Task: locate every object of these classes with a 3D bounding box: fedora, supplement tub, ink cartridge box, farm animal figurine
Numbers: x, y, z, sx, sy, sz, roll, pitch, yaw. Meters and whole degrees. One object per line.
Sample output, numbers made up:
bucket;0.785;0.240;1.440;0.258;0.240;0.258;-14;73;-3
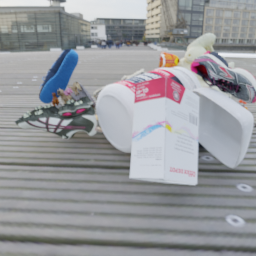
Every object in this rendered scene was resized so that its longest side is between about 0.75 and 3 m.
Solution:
fedora;-1.543;-0.967;9.259;0.494;0.968;1.095;-36;65;-12
supplement tub;0.705;-0.669;8.696;2.952;2.071;2.071;-25;31;-34
ink cartridge box;0.854;0.147;6.182;0.903;2.108;1.556;-4;-15;38
farm animal figurine;-1.973;-1.036;8.915;1.031;1.019;0.537;-29;68;-10

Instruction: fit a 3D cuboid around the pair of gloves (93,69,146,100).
pair of gloves;-0.307;-1.582;10.027;2.045;0.359;1.739;-26;7;13

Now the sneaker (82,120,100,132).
sneaker;-1.997;-0.255;10.036;1.892;0.701;0.837;-1;-24;24

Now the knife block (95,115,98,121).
knife block;-1.084;-0.309;11.210;1.296;0.415;1.138;2;19;8

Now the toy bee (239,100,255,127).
toy bee;4.055;-0.487;10.674;1.362;1.131;2.080;15;25;37

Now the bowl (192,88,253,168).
bowl;2.558;-0.100;7.674;0.730;1.952;1.955;-28;47;-18

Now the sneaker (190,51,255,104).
sneaker;2.502;-1.236;7.358;0.739;0.798;1.979;-31;56;-25

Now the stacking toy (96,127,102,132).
stacking toy;-0.549;-0.092;9.806;1.104;0.515;1.219;16;13;15

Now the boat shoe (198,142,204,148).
boat shoe;2.390;0.108;9.646;1.003;0.781;2.209;6;28;17

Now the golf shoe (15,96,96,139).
golf shoe;-2.278;-0.137;8.711;2.708;1.193;1.045;-7;23;19

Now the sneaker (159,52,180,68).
sneaker;1.583;-2.553;10.904;0.763;0.722;1.979;4;20;2

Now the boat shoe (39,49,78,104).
boat shoe;-2.261;-1.665;9.141;0.814;1.934;0.664;36;3;-45

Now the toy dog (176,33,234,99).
toy dog;2.828;-1.718;10.579;2.717;1.955;2.802;-20;54;14
